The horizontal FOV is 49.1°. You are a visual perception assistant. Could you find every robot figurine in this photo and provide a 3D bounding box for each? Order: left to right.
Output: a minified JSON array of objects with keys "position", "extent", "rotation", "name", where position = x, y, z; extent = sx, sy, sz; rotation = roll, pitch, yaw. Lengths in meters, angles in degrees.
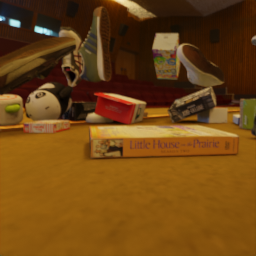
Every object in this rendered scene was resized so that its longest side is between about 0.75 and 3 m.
[{"position":[-3.542,-1.170,12.676],"extent":[1.613,1.942,2.585],"rotation":[22,26,0],"name":"robot figurine"}]

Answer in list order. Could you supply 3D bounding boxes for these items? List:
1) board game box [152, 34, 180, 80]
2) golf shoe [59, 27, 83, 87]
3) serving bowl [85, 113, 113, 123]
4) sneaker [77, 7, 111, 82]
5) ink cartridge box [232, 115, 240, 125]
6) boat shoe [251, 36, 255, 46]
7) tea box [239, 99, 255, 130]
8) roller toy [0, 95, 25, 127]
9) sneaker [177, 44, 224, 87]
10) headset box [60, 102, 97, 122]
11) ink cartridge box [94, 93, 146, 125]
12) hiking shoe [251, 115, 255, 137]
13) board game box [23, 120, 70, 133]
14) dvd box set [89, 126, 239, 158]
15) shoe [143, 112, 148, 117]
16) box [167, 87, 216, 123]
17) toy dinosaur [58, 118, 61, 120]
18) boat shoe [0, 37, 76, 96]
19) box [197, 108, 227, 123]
[{"position":[1.820,-3.285,13.087],"extent":[1.041,1.023,1.986],"rotation":[5,-28,16],"name":"board game box"},{"position":[-2.471,-3.074,12.334],"extent":[1.020,2.642,1.164],"rotation":[3,44,14],"name":"golf shoe"},{"position":[-1.442,-0.526,13.979],"extent":[1.365,0.449,1.365],"rotation":[-1,6,0],"name":"serving bowl"},{"position":[-0.912,-2.037,6.973],"extent":[0.828,1.845,0.619],"rotation":[-4,-3,22],"name":"sneaker"},{"position":[5.677,-0.327,12.197],"extent":[1.911,0.389,1.914],"rotation":[1,6,12],"name":"ink cartridge box"},{"position":[3.848,-2.336,7.271],"extent":[1.167,0.390,0.429],"rotation":[18,-14,42],"name":"boat shoe"},{"position":[5.250,-0.496,10.081],"extent":[1.700,1.136,1.673],"rotation":[-2,6,-19],"name":"tea box"},{"position":[-5.293,-0.709,11.862],"extent":[1.570,1.203,1.721],"rotation":[-1,16,-11],"name":"roller toy"},{"position":[2.681,-2.318,11.375],"extent":[2.863,1.042,1.212],"rotation":[24,-29,-39],"name":"sneaker"},{"position":[-2.913,-0.930,15.270],"extent":[2.607,0.978,1.938],"rotation":[5,8,43],"name":"headset box"},{"position":[-0.383,-0.919,13.134],"extent":[1.743,1.009,2.999],"rotation":[17,10,15],"name":"ink cartridge box"},{"position":[4.183,-0.244,6.853],"extent":[0.957,1.272,2.527],"rotation":[-4,7,-32],"name":"hiking shoe"},{"position":[-2.829,-0.069,9.888],"extent":[1.084,0.331,1.431],"rotation":[1,6,10],"name":"board game box"},{"position":[0.589,0.246,6.255],"extent":[2.897,0.426,2.120],"rotation":[-1,6,-9],"name":"dvd box set"},{"position":[0.812,-0.815,18.106],"extent":[0.989,0.264,0.346],"rotation":[-4,40,-2],"name":"shoe"},{"position":[3.196,-1.191,13.802],"extent":[2.115,0.667,2.682],"rotation":[-21,9,22],"name":"box"},{"position":[-3.706,-0.453,13.714],"extent":[0.626,0.396,0.923],"rotation":[11,16,31],"name":"toy dinosaur"},{"position":[-2.752,-1.909,8.317],"extent":[2.956,0.958,1.082],"rotation":[-34,39,-32],"name":"boat shoe"},{"position":[4.081,-0.639,13.700],"extent":[0.913,0.715,1.467],"rotation":[-1,6,-9],"name":"box"}]
